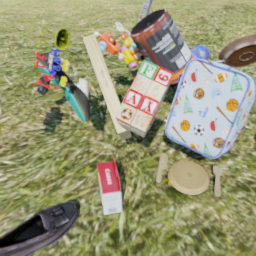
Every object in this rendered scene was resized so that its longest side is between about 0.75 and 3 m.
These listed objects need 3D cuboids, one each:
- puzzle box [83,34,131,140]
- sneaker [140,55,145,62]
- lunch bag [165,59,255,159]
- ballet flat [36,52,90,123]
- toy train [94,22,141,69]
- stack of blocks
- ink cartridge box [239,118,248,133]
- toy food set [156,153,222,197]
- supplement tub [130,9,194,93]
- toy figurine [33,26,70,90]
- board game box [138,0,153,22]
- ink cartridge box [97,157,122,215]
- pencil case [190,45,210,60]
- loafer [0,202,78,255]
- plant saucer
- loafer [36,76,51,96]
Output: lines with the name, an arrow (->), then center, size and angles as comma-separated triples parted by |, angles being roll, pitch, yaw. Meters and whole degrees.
puzzle box -> -0.549, -1.062, 8.271 | 0.360, 2.832, 1.884 | -20, -8, -1
sneaker -> 1.064, -2.860, 11.779 | 0.606, 0.724, 1.636 | -54, 31, -10
lunch bag -> 2.201, -0.610, 7.832 | 2.084, 2.601, 0.983 | 29, 20, 32
ballet flat -> -1.859, -1.431, 9.000 | 0.907, 0.901, 2.651 | -39, 91, -18
toy train -> -0.125, -3.509, 11.201 | 2.031, 0.752, 2.703 | 43, 38, -14
stack of blocks -> 0.385, -0.532, 6.944 | 0.705, 1.386, 2.408 | 26, -5, 5
ink cartridge box -> 3.779, -0.267, 11.337 | 1.277, 0.582, 1.550 | -26, 42, -30
toy food set -> 1.920, 1.582, 8.944 | 2.022, 0.406, 1.396 | 13, 44, 9
supplement tub -> 1.422, -2.656, 10.220 | 1.552, 2.902, 1.552 | -28, 31, 18
toy figurine -> -2.164, -1.962, 7.824 | 0.879, 1.666, 0.998 | 4, 15, -23
board game box -> 0.792, -5.140, 11.865 | 0.246, 1.437, 0.966 | 22, 58, 1
ink cartridge box -> -0.566, 1.614, 8.142 | 0.544, 1.139, 1.298 | -7, 35, -10
pencil case -> 2.606, -2.928, 11.777 | 1.752, 0.761, 0.684 | -29, 16, -24
loafer -> -2.276, 2.576, 7.093 | 0.860, 0.754, 2.393 | 29, 44, 35
plant saucer -> 3.641, -2.299, 8.684 | 1.590, 1.590, 0.255 | -3, 69, -5
loafer -> -3.237, -1.850, 10.870 | 0.449, 1.280, 0.435 | 26, 29, -10
